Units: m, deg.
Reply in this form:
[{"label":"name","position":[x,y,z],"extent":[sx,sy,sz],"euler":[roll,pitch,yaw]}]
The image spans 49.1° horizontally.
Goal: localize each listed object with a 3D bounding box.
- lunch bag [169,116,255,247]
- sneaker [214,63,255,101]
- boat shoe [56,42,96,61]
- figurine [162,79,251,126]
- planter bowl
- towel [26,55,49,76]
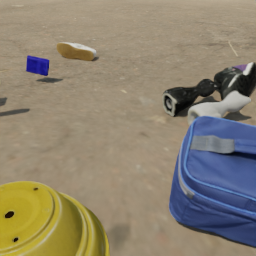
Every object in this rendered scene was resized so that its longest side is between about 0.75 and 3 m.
[{"label":"lunch bag","position":[1.884,0.828,4.492],"extent":[2.249,1.488,1.528],"euler":[13,49,9]},{"label":"sneaker","position":[3.316,-1.383,9.216],"extent":[1.197,1.035,2.734],"euler":[4,25,36]},{"label":"boat shoe","position":[-2.312,-3.480,12.673],"extent":[1.853,0.656,0.642],"euler":[18,35,11]},{"label":"figurine","position":[2.214,-0.769,7.895],"extent":[1.789,0.790,1.834],"euler":[-26,40,-20]},{"label":"planter bowl","position":[-1.624,1.586,4.087],"extent":[2.666,1.110,2.666],"euler":[1,32,0]},{"label":"towel","position":[-3.227,-2.208,9.959],"extent":[0.817,0.603,0.202],"euler":[13,19,4]}]
